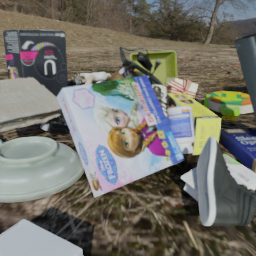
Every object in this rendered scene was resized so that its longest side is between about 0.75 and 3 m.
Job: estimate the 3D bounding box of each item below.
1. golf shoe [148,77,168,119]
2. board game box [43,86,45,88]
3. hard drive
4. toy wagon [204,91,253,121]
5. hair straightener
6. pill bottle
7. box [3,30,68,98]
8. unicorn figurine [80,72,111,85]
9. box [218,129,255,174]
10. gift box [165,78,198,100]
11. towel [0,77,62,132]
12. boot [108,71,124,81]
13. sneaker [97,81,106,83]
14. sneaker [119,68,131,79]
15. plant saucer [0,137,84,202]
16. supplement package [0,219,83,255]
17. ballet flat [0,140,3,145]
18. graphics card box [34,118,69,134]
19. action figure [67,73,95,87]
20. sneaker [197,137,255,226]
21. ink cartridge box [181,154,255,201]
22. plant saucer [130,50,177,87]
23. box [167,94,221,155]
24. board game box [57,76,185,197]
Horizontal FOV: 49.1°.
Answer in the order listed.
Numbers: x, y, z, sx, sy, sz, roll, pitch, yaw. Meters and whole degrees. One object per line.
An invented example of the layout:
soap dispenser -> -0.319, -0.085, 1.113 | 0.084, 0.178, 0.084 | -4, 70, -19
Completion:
golf shoe -> 0.832, -0.704, 8.310 | 2.384, 1.127, 0.927 | 50, 10, 35
board game box -> -3.235, -0.784, 9.326 | 0.937, 1.224, 0.247 | -4, -19, -1
hard drive -> 3.249, -1.002, 6.787 | 0.413, 2.511, 1.753 | -17, 11, 14
toy wagon -> 3.905, -0.877, 10.576 | 2.000, 0.510, 2.578 | 6, 21, 18
hair straightener -> 0.576, -2.097, 9.665 | 0.568, 1.069, 2.778 | 53, 11, 35
pill bottle -> 1.276, 0.066, 6.746 | 0.620, 1.106, 0.620 | -5, -3, 0
box -> -3.421, -2.166, 10.561 | 1.776, 2.905, 1.541 | -15, 25, -38
unicorn figurine -> -1.596, -2.217, 12.615 | 1.887, 0.697, 1.296 | -32, 26, -27
box -> 3.309, 0.448, 7.119 | 1.453, 0.389, 2.398 | -2, 19, -6
gift box -> 1.871, -1.317, 10.673 | 1.190, 1.098, 1.111 | 7, 9, -12
towel -> -2.996, -0.714, 7.480 | 1.679, 0.437, 2.533 | 39, 27, 17
boot -> -0.397, -1.701, 10.457 | 0.623, 0.608, 1.652 | 40, 1, -9
sneaker -> -0.486, -1.672, 12.271 | 1.533, 0.843, 2.093 | 1, 14, 15
sneaker -> 0.231, -2.535, 13.770 | 0.800, 2.120, 1.207 | 6, 43, -48
plant saucer -> -2.179, 0.690, 6.102 | 2.425, 0.609, 2.425 | -1, 20, 0
supplement package -> -1.255, 1.756, 2.942 | 1.016, 0.723, 1.305 | 12, 24, 30
ballet flat -> -3.613, 0.348, 7.596 | 0.312, 0.312, 0.899 | -12, 19, -30
graphics card box -> -2.375, -0.145, 8.362 | 1.161, 0.295, 0.729 | 21, 9, 37
action figure -> -2.177, -2.021, 13.044 | 2.044, 1.043, 1.215 | 1, 11, 9
sneaker -> 1.487, 0.818, 4.256 | 0.738, 0.526, 1.489 | 13, 51, -3
ink cartridge box -> 1.610, 1.045, 5.035 | 1.423, 0.479, 0.833 | -15, 40, -38
plant saucer -> 0.951, -1.920, 11.007 | 2.080, 2.083, 0.499 | -11, 15, -27
box -> 1.749, -0.222, 8.083 | 0.675, 1.014, 2.695 | -2, 19, -8
board game box -> -0.094, 0.040, 5.848 | 2.144, 2.149, 0.442 | -16, -13, -34
